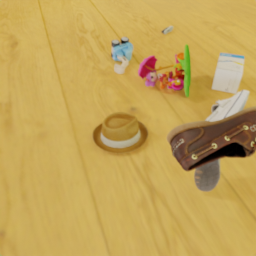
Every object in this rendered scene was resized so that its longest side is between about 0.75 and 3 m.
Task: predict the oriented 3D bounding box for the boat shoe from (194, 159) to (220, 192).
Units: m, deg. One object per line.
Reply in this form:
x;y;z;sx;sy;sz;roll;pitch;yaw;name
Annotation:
2.022;0.811;6.954;0.634;1.673;0.601;11;25;18;boat shoe

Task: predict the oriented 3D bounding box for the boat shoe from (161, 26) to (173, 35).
2.117;-5.305;15.097;0.266;0.295;0.835;32;52;29;boat shoe

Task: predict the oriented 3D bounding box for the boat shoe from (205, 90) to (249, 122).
3.186;-0.571;9.201;0.852;0.959;2.607;29;48;24;boat shoe

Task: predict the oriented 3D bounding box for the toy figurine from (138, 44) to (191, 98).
1.368;-2.103;10.953;1.991;1.624;2.163;-2;64;18;toy figurine

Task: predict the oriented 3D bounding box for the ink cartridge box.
3.922;-2.157;10.982;0.965;0.982;1.334;13;43;15;ink cartridge box

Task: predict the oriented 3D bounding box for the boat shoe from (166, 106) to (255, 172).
2.149;0.263;5.785;2.636;0.928;0.927;-15;49;-10;boat shoe

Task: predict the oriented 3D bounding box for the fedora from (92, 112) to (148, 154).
-0.244;0.016;8.706;1.782;0.727;1.782;1;41;0;fedora

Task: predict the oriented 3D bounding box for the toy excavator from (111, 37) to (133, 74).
-0.234;-3.156;12.381;1.562;0.802;1.606;-27;57;-26;toy excavator
